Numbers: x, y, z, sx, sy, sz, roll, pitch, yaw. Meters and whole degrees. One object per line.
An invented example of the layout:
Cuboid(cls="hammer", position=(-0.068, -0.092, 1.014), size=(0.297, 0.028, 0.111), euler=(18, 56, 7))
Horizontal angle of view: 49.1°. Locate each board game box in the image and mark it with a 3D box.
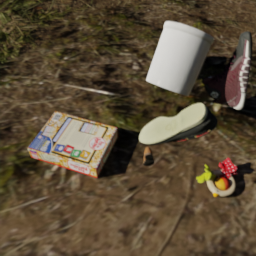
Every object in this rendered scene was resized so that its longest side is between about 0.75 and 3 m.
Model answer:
Cuboid(cls="board game box", position=(-2.050, 0.553, 10.748), size=(2.749, 0.637, 2.082), euler=(15, 50, 13))

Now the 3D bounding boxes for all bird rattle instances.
Cuboid(cls="bird rattle", position=(3.202, 1.805, 9.763), size=(1.518, 0.855, 1.238), euler=(-4, 58, -21))

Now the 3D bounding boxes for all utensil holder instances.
Cuboid(cls="utensil holder", position=(1.728, -2.326, 9.655), size=(1.755, 2.065, 1.755), euler=(19, 12, -4))

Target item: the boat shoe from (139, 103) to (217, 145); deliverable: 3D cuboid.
Cuboid(cls="boat shoe", position=(1.111, 0.055, 6.645), size=(2.014, 0.631, 0.737), euler=(-22, 47, 40))

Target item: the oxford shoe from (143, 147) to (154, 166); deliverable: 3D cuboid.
Cuboid(cls="oxford shoe", position=(0.535, 0.765, 7.312), size=(0.287, 0.805, 0.287), euler=(-2, 57, -2))

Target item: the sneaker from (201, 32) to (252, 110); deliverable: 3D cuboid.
Cuboid(cls="sneaker", position=(3.433, -1.956, 9.916), size=(1.603, 2.775, 1.050), euler=(8, 31, 22))
